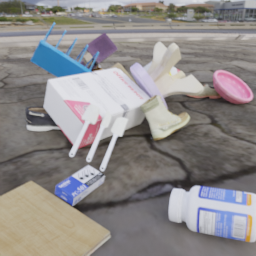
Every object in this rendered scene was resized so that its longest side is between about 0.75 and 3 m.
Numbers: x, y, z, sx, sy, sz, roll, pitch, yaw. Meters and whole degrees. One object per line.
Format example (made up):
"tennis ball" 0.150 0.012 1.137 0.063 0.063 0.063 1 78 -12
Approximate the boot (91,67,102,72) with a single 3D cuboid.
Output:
"boot" -0.879 -1.824 11.083 1.581 1.132 0.556 9 45 28

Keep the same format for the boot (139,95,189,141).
"boot" 1.107 -0.457 8.306 1.547 1.196 0.558 -30 7 -34

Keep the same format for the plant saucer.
"plant saucer" 4.134 -1.583 11.275 1.789 0.454 1.789 17 42 -16

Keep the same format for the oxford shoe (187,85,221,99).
"oxford shoe" 3.181 -1.593 11.921 1.525 0.563 0.540 1 26 5

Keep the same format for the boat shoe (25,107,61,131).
"boat shoe" -2.068 -0.386 8.995 2.383 0.719 0.880 -2 24 -4

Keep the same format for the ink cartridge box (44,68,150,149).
"ink cartridge box" -0.886 -0.712 8.499 2.618 1.084 1.918 -21 57 -40

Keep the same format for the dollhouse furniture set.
"dollhouse furniture set" -0.990 -1.789 11.154 2.119 2.674 1.898 -39 -1 -11

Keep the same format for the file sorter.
"file sorter" -2.071 -2.396 9.330 1.777 1.233 1.090 30 60 -21

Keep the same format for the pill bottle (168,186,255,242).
"pill bottle" 1.420 1.406 4.740 1.374 0.770 0.770 4 24 22

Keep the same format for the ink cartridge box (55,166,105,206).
"ink cartridge box" -0.984 1.178 5.865 0.485 0.228 1.032 27 30 23

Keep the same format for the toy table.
"toy table" 1.175 -1.635 9.331 1.502 2.357 2.565 -37 -12 3

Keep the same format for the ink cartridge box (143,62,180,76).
"ink cartridge box" 1.321 -2.024 11.364 1.590 0.663 1.154 16 -33 -40

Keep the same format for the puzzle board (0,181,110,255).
"puzzle board" -1.744 1.779 4.736 2.358 0.205 1.777 18 30 36

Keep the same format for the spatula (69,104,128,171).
"spatula" -0.751 0.203 6.872 1.102 0.127 1.585 25 60 -6
